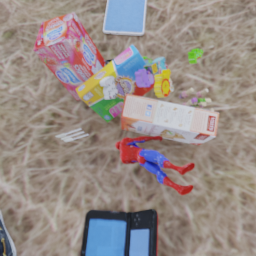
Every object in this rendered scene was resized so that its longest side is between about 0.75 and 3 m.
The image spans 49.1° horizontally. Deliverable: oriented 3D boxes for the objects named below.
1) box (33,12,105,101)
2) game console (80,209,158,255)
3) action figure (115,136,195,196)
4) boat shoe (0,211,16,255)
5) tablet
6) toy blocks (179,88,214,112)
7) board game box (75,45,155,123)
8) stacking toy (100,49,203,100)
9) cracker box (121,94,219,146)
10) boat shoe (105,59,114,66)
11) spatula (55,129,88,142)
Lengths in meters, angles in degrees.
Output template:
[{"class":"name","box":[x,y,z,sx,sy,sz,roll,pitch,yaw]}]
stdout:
[{"class":"box","box":[-1.661,-2.125,8.816,1.192,2.496,1.244,-9,57,20]},{"class":"game console","box":[-0.292,3.295,7.271,1.372,1.992,2.312,15,64,-23]},{"class":"action figure","box":[0.809,0.793,7.821,1.415,0.933,2.858,-15,24,-38]},{"class":"boat shoe","box":[-4.013,2.577,7.607,0.961,1.232,2.715,-36,71,-15]},{"class":"tablet","box":[-0.097,-4.809,11.490,1.633,0.171,2.509,4,65,2]},{"class":"toy blocks","box":[2.121,-0.691,9.044,0.915,0.824,0.979,-3,72,-35]},{"class":"board game box","box":[-0.283,-1.273,8.581,2.122,1.624,0.428,-37,52,8]},{"class":"stacking toy","box":[0.716,-1.519,7.853,1.978,0.616,2.623,2,30,38]},{"class":"cracker box","box":[1.086,-0.166,8.089,2.537,1.699,0.732,11,79,2]},{"class":"boat shoe","box":[-0.232,-2.050,8.689,0.996,0.312,0.362,-13,36,2]},{"class":"spatula","box":[-1.647,0.228,8.339,0.856,0.595,0.069,-18,59,16]}]
